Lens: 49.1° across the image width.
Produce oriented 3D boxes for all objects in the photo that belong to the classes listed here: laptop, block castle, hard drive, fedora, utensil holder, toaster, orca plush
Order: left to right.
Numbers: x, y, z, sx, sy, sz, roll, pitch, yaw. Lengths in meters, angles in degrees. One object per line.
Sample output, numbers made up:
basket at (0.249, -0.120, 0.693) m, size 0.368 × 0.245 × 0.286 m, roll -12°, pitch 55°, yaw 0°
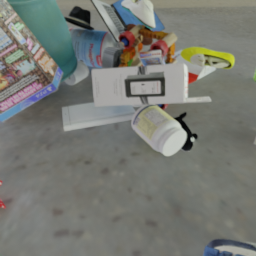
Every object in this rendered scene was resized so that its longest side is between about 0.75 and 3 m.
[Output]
utensil holder at (-2.124, -2.188, 11.266) m, size 0.731 × 0.731 × 0.860 m, roll 17°, pitch 40°, yaw 23°
fedora at (-1.948, -4.492, 11.341) m, size 1.508 × 0.689 × 1.508 m, roll 18°, pitch 12°, yaw -4°
hard drive at (-0.918, -0.451, 8.422) m, size 2.066 × 0.276 × 1.363 m, roll -9°, pitch 27°, yaw -11°
toaster at (-0.388, -2.345, 10.403) m, size 0.976 × 1.718 × 1.110 m, roll -11°, pitch 28°, yaw -32°
laptop at (0.016, -4.506, 11.092) m, size 2.100 × 1.300 × 2.243 m, roll 59°, pitch 30°, yaw 9°
block castle at (0.602, -1.872, 9.018) m, size 1.698 × 2.541 × 1.192 m, roll 26°, pitch 58°, yaw 28°
orca plush at (1.614, -0.061, 8.179) m, size 0.898 × 0.607 × 1.708 m, roll 8°, pitch 35°, yaw 12°

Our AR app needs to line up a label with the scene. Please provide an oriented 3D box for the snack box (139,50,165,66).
snack box at (0.710, -1.777, 7.737) m, size 0.566 × 0.192 × 1.575 m, roll -2°, pitch -4°, yaw 12°

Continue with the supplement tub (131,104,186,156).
supplement tub at (0.802, 0.043, 7.401) m, size 0.943 × 0.943 × 1.300 m, roll -21°, pitch 46°, yaw -28°

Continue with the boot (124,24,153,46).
boot at (0.755, -3.526, 10.611) m, size 1.434 × 0.522 × 1.523 m, roll 29°, pitch 0°, yaw -37°

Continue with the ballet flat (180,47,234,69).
ballet flat at (2.799, -2.414, 9.869) m, size 1.908 × 0.637 × 0.639 m, roll 8°, pitch 54°, yaw 1°

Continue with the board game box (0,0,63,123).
board game box at (-3.707, -1.938, 8.300) m, size 2.189 × 2.746 × 1.330 m, roll -27°, pitch 32°, yaw 14°

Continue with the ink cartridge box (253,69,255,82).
ink cartridge box at (5.563, -2.359, 11.227) m, size 0.753 × 1.019 × 0.386 m, roll 4°, pitch 34°, yaw 6°

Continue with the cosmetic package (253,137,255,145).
cosmetic package at (3.966, 0.283, 7.973) m, size 0.763 × 0.271 × 0.401 m, roll -27°, pitch 43°, yaw -34°

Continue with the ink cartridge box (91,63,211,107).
ink cartridge box at (0.658, -1.102, 7.130) m, size 2.763 × 0.937 × 1.603 m, roll 0°, pitch 10°, yaw 14°

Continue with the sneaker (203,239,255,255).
sneaker at (2.634, 2.315, 4.463) m, size 2.887 × 1.112 × 1.230 m, roll 15°, pitch 26°, yaw 9°

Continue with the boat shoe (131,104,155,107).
boat shoe at (0.492, -0.943, 9.679) m, size 0.978 × 0.341 × 0.347 m, roll -1°, pitch 34°, yaw 8°

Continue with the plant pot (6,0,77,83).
plant pot at (-3.414, -3.359, 9.782) m, size 2.993 × 2.812 × 2.993 m, roll 1°, pitch 45°, yaw -1°

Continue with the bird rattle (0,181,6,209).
bird rattle at (-3.345, 1.544, 5.761) m, size 1.160 × 0.801 × 1.423 m, roll 0°, pitch 27°, yaw 31°

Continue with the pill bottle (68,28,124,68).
pill bottle at (-1.339, -3.447, 12.265) m, size 2.879 × 1.566 × 1.566 m, roll 11°, pitch 36°, yaw 15°

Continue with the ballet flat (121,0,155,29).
ballet flat at (0.373, -3.828, 8.899) m, size 0.735 × 0.735 × 2.118 m, roll -12°, pitch 41°, yaw -17°

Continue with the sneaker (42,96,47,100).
sneaker at (-3.612, -1.341, 10.052) m, size 1.402 × 0.634 × 0.466 m, roll 5°, pitch 37°, yaw 7°

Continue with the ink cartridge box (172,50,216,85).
ink cartridge box at (2.400, -2.690, 12.127) m, size 1.937 × 0.599 × 2.388 m, roll 28°, pitch 40°, yaw 35°
